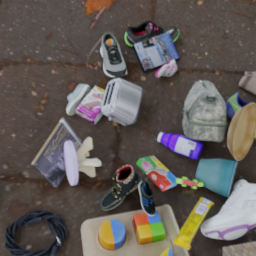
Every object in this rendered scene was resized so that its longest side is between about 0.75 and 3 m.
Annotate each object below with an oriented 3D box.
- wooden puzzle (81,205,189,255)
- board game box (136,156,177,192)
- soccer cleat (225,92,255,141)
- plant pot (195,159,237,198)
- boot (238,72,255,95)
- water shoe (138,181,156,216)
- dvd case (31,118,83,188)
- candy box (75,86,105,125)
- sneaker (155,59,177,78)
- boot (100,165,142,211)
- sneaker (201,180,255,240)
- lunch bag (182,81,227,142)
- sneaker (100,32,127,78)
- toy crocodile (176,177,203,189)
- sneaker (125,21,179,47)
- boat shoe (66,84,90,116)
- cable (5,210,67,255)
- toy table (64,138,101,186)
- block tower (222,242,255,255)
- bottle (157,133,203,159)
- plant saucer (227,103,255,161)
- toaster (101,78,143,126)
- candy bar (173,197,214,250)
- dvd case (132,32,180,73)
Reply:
[{"bbox_3d":[0.193,3.499,7.860,2.899,0.671,2.685,-10,45,-8],"label":"wooden puzzle"},{"bbox_3d":[0.989,1.479,9.284,1.269,0.971,0.256,44,113,25],"label":"board game box"},{"bbox_3d":[4.825,-0.179,9.940,3.001,1.255,0.970,34,27,13],"label":"soccer cleat"},{"bbox_3d":[2.869,1.532,9.208,1.133,1.206,1.206,14,60,24],"label":"plant pot"},{"bbox_3d":[5.105,-1.597,11.382,1.219,0.586,1.667,21,61,19],"label":"boot"},{"bbox_3d":[0.586,2.116,8.301,0.384,0.424,1.074,-19,86,-24],"label":"water shoe"},{"bbox_3d":[-2.294,0.827,9.386,0.151,1.410,1.897,5,52,30],"label":"dvd case"},{"bbox_3d":[-1.300,-0.910,11.003,0.934,0.418,1.369,28,63,16],"label":"candy box"},{"bbox_3d":[1.662,-2.392,11.751,1.237,0.503,0.546,-38,93,-26],"label":"sneaker"},{"bbox_3d":[-0.345,1.851,8.730,1.619,1.223,0.585,-37,60,-7],"label":"boot"},{"bbox_3d":[3.443,2.515,8.782,2.947,1.103,1.468,-16,50,-16],"label":"sneaker"},{"bbox_3d":[2.649,-0.653,9.718,1.405,1.691,2.017,8,21,6],"label":"lunch bag"},{"bbox_3d":[-0.696,-3.044,11.781,0.928,0.995,2.511,-13,54,-9],"label":"sneaker"},{"bbox_3d":[1.960,1.763,8.950,0.867,0.268,0.293,12,83,2],"label":"toy crocodile"},{"bbox_3d":[1.100,-4.211,12.557,2.502,1.048,0.960,-9,60,-5],"label":"sneaker"},{"bbox_3d":[-2.091,-1.145,11.116,0.558,0.546,1.565,18,57,18],"label":"boat shoe"},{"bbox_3d":[-2.857,3.244,8.561,1.843,0.468,1.504,16,61,10],"label":"cable"},{"bbox_3d":[-1.562,1.083,9.261,0.876,1.496,1.375,-11,29,-28],"label":"toy table"},{"bbox_3d":[3.719,3.705,8.132,1.996,0.539,0.577,-8,19,-6],"label":"block tower"},{"bbox_3d":[1.823,0.585,10.003,1.564,0.511,0.653,20,95,22],"label":"bottle"},{"bbox_3d":[3.659,0.103,9.050,0.339,1.915,1.915,18,58,40],"label":"plant saucer"},{"bbox_3d":[-0.213,-1.042,10.362,1.172,1.031,1.815,22,75,-30],"label":"toaster"},{"bbox_3d":[1.852,2.570,7.749,0.454,0.202,1.820,15,39,33],"label":"candy bar"},{"bbox_3d":[1.233,-3.286,12.217,1.825,0.160,1.302,-23,90,-14],"label":"dvd case"}]
